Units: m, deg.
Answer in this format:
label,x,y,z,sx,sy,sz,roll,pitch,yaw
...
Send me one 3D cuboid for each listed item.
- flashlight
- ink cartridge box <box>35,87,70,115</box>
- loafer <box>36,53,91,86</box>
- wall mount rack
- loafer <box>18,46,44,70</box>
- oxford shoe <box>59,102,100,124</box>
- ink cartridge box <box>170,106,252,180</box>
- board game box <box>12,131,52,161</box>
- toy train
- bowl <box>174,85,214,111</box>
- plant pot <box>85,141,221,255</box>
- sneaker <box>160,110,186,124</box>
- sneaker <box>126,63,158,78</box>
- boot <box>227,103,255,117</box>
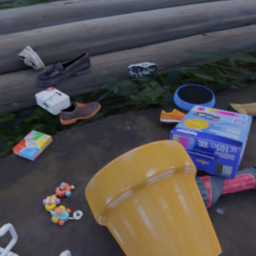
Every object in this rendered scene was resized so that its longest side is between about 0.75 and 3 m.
label,x,y,z,sx,sy,sz,roll,pitch,yaw
flashlight,2.935,1.673,7.920,2.825,0.960,0.956,-7,79,-12
ink cartridge box,-3.083,-1.117,11.510,1.167,0.489,0.842,29,48,30
loafer,-3.045,-2.833,13.219,2.812,0.886,1.011,-26,47,-28
wall mount rack,-2.572,3.431,5.706,2.904,1.083,2.523,15,43,19
loafer,-4.883,-3.384,14.054,0.762,0.871,2.422,-34,42,-11
oxford shoe,-1.850,-0.710,10.927,1.714,0.622,0.610,-27,47,-28
ink cartridge box,2.514,0.412,8.624,2.005,1.122,2.939,13,30,24
board game box,-3.302,0.590,9.713,0.821,0.216,1.073,16,43,18
toy train,-1.851,2.067,7.867,0.969,0.359,1.291,-21,44,-22
bowl,2.807,-1.292,11.841,1.696,0.333,1.696,0,40,0
plant pot,0.698,2.061,6.390,2.684,2.684,2.457,-17,59,-19
sneaker,1.933,-0.419,10.555,1.427,0.521,0.550,6,80,3
sneaker,0.621,-2.836,13.581,1.565,0.607,0.675,-7,28,-19
boot,4.907,-0.549,10.799,1.718,0.568,1.504,-3,40,-5
